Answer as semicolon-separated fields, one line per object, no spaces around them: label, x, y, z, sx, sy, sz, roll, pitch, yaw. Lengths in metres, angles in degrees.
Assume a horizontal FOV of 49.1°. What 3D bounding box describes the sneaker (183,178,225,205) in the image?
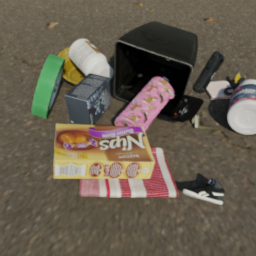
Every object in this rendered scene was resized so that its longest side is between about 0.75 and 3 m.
sneaker;2.297;1.823;8.483;1.257;0.459;0.703;18;75;-6

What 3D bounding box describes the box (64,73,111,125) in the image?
box;-1.577;-1.125;11.472;1.023;1.418;1.910;16;43;18

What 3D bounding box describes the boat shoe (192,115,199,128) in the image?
boat shoe;2.717;-0.245;11.353;0.269;0.294;0.787;4;32;12

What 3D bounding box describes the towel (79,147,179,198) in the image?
towel;-0.048;1.325;8.938;2.988;0.340;2.152;4;36;-13

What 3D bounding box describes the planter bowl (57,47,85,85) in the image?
planter bowl;-2.251;-2.724;13.454;2.364;0.985;2.364;6;59;-10

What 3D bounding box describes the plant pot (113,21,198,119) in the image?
plant pot;1.317;-2.590;11.488;2.954;2.961;2.627;22;54;13

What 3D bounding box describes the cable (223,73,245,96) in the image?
cable;5.039;-1.857;12.979;1.739;0.438;0.845;-42;89;-24

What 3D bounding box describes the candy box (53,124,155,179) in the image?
candy box;-0.778;0.710;8.560;2.871;0.811;1.675;2;37;-12

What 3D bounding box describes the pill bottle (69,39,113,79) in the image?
pill bottle;-1.656;-2.974;12.737;1.224;1.224;2.141;-27;61;-28

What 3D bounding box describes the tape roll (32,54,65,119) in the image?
tape roll;-3.167;-1.638;11.197;0.602;2.507;2.507;18;39;-11

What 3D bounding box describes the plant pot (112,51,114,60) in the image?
plant pot;-0.157;-3.694;14.457;1.203;1.124;1.124;12;41;28

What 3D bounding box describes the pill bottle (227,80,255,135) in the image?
pill bottle;4.830;-0.953;11.205;1.455;1.455;2.433;15;37;16

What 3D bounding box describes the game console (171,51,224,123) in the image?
game console;2.615;-1.409;10.197;0.338;2.806;1.655;38;19;25

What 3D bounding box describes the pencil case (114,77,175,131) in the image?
pencil case;0.694;-0.788;11.001;1.188;1.241;2.869;46;60;-8

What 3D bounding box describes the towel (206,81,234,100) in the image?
towel;4.298;-1.765;13.159;1.260;0.213;1.320;-5;41;-4
